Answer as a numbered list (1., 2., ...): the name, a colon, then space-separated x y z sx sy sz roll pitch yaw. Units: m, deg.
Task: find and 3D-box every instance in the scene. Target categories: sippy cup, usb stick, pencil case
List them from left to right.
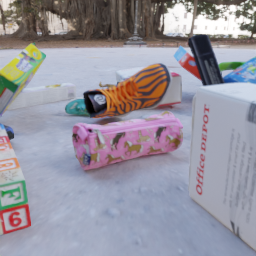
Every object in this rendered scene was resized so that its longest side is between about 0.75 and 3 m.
1. pencil case: 0.022 0.220 5.916 2.310 0.957 1.000 -8 11 -26
2. usb stick: 2.610 -1.752 8.954 0.726 2.617 0.427 -16 -5 -14
3. sippy cup: 4.004 -1.304 9.343 1.774 1.900 2.420 -23 18 -24

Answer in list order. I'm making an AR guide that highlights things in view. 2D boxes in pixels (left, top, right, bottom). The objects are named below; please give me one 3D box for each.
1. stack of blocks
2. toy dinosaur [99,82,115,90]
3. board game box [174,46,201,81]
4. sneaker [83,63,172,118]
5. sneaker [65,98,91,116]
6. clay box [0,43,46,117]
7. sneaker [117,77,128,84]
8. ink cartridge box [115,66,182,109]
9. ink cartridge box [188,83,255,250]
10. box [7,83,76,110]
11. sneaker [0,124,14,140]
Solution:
1. stack of blocks: -2.677 0.779 4.615 1.533 0.780 2.662 -10 22 -27
2. toy dinosaur: -0.801 -1.681 12.001 0.955 0.543 1.798 8 19 24
3. board game box: 3.066 -2.170 11.154 2.510 0.506 1.921 32 21 -15
4. sneaker: -0.186 -0.832 7.667 1.581 1.095 2.822 -13 -12 -42
5. sneaker: -1.325 -0.657 9.158 1.462 0.566 0.582 -4 28 -13
6. clay box: -3.507 -1.531 8.775 0.682 1.646 2.864 36 29 -17
7. sneaker: -0.142 -1.355 9.072 0.423 0.383 0.994 -41 3 -15
8. ink cartridge box: 0.703 -1.640 10.867 1.946 1.129 2.637 -9 19 -8
9. ink cartridge box: 1.995 0.578 3.478 1.102 1.909 2.614 -9 22 -23
10. box: -3.340 -1.258 10.753 2.852 0.591 0.552 -18 29 -39
11. sneaker: -3.721 -0.076 6.934 2.233 0.876 0.841 10 23 28
